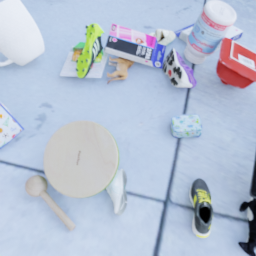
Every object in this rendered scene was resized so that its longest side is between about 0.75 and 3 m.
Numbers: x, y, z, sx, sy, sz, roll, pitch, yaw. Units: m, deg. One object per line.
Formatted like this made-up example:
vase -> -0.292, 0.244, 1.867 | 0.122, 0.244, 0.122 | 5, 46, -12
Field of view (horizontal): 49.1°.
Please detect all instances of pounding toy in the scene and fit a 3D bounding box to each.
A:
pounding toy -> -1.375, 1.187, 8.075 | 2.109, 1.268, 2.733 | 34, 85, 14

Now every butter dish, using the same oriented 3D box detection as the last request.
butter dish -> 4.065, -2.224, 10.709 | 1.907, 1.410, 1.902 | 27, 49, -4

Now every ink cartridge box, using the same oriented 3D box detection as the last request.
ink cartridge box -> 0.360, -3.333, 11.499 | 2.504, 0.464, 1.186 | 15, 72, -10
ink cartridge box -> 3.772, -4.608, 13.464 | 2.386, 0.526, 2.431 | -30, 56, -24

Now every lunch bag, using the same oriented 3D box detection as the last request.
lunch bag -> -4.278, -0.115, 8.853 | 1.295, 1.523, 0.943 | -43, 18, -14
lunch bag -> 1.962, -0.071, 9.454 | 1.019, 0.420, 0.819 | -5, 51, 2

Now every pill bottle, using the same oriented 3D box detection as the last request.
pill bottle -> 3.182, -3.768, 11.345 | 1.296, 2.383, 1.296 | 7, 57, -12

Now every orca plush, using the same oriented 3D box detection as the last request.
orca plush -> 3.372, 2.272, 7.222 | 1.012, 0.684, 1.924 | 35, 57, 27

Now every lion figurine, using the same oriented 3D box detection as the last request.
lion figurine -> -0.275, -2.422, 11.500 | 1.127, 0.667, 1.840 | 8, 60, -4

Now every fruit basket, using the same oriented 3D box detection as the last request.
fruit basket -> -1.741, -2.727, 11.645 | 1.742, 0.882, 1.881 | 4, 60, 9

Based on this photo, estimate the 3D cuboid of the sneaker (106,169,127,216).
sneaker -> -0.332, 1.813, 7.849 | 0.549, 0.482, 1.370 | -13, 46, 14

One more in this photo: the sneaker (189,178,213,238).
sneaker -> 2.017, 2.019, 7.433 | 0.610, 0.693, 1.638 | 5, 50, 0

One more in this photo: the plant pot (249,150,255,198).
plant pot -> 4.286, 1.140, 6.939 | 1.740, 1.544, 1.736 | -1, 69, 48

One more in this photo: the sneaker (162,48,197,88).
sneaker -> 2.090, -2.317, 11.356 | 0.987, 0.954, 2.366 | 13, 42, -24

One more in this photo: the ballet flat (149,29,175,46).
ballet flat -> 1.340, -4.012, 12.684 | 0.869, 0.803, 2.575 | 23, 51, 32

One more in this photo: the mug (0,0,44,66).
mug -> -4.840, -3.592, 11.386 | 2.559, 2.244, 1.889 | -35, 23, -4

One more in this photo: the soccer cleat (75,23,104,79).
soccer cleat -> -1.418, -2.931, 10.899 | 0.748, 0.899, 2.217 | 13, 87, 34
